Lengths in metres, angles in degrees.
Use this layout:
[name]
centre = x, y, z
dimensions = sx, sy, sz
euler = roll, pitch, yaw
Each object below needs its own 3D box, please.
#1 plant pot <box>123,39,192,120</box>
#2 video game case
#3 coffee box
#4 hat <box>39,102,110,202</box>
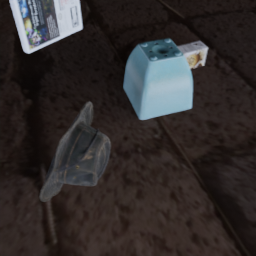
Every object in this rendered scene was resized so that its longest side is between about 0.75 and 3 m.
[plant pot]
centre = 0.939, -1.660, 8.763
dimensions = 1.817, 1.851, 1.812
euler = -14, 49, -12
[video game case]
centre = -1.269, -2.014, 4.389
dimensions = 0.157, 1.342, 1.220
euler = 28, 50, 27
[coffee box]
centre = 2.134, -2.594, 10.357
dimensions = 1.413, 0.799, 0.564
euler = -18, 49, -15
[hat]
centre = -0.969, 0.702, 6.334
dimensions = 0.986, 2.444, 2.444
euler = 24, 49, 0
